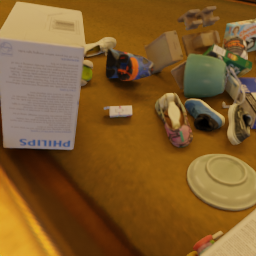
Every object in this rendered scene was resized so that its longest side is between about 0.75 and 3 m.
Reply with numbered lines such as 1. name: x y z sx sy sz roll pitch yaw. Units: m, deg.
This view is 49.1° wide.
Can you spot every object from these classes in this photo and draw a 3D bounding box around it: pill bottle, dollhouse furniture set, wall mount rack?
1. pill bottle: 4.342 -2.939 11.437 0.950 0.950 1.788 11 40 14
2. dollhouse furniture set: 2.224 -3.099 10.833 2.571 2.253 1.708 -17 4 -21
3. wall mount rack: 3.263 -1.511 9.185 0.613 1.428 1.644 -4 38 -7

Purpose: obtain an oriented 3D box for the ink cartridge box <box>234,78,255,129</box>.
1. ink cartridge box: 4.173 -0.860 9.084 1.094 0.514 2.327 0 37 -1

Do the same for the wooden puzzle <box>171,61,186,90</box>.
1. wooden puzzle: 2.003 -1.893 9.758 0.831 0.897 0.208 -32 32 6

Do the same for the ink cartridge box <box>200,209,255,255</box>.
1. ink cartridge box: 2.065 2.582 4.109 2.899 1.107 1.978 -25 45 -26

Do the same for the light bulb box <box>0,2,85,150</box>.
1. light bulb box: -2.278 -1.432 7.640 1.844 2.956 2.930 4 37 -14

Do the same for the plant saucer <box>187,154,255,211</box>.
1. plant saucer: 2.282 1.111 6.596 1.729 0.434 1.729 0 38 0

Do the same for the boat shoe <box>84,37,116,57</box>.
1. boat shoe: -1.212 -3.554 12.492 1.733 0.640 0.739 -19 41 -20

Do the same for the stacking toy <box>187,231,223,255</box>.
1. stacking toy: 1.414 2.223 4.963 0.699 0.772 0.326 -11 46 -30

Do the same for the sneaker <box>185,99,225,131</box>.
1. sneaker: 2.131 -0.390 8.430 0.773 0.534 1.390 -23 51 -39

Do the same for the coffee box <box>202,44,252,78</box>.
1. coffee box: 3.334 -2.237 9.662 1.545 0.950 0.340 23 72 -9

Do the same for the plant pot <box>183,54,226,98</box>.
1. plant pot: 2.572 -1.678 9.257 1.177 1.467 1.467 8 38 22

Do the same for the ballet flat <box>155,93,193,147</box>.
1. ballet flat: 1.310 -0.476 8.261 0.845 0.870 2.444 -14 38 3

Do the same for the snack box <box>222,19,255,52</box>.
1. snack box: 5.354 -4.116 12.632 2.316 1.346 0.430 -15 39 -18

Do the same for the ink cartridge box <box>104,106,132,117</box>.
1. ink cartridge box: -0.315 -0.499 8.614 0.857 0.289 0.499 -3 -4 -3

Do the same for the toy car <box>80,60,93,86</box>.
1. toy car: -1.815 -2.101 10.516 1.095 0.959 0.821 22 0 7

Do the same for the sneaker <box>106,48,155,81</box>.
1. sneaker: -0.037 -2.259 10.341 1.165 1.119 2.970 0 22 -25

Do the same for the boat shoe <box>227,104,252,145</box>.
1. boat shoe: 3.222 -0.160 7.908 0.600 0.610 1.693 -27 25 36
